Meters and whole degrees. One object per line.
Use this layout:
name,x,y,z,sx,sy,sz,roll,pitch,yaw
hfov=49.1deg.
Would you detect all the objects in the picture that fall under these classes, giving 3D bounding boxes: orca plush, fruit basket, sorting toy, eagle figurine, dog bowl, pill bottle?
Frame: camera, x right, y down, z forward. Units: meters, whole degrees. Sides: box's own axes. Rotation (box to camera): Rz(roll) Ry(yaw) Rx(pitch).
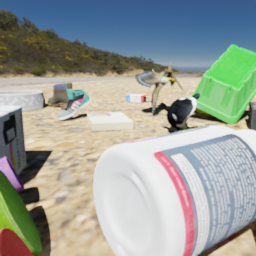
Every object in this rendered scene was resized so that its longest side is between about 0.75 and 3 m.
orca plush,1.403,-0.636,8.175,0.898,1.329,2.526,32,20,7
fruit basket,3.548,-1.312,10.587,2.156,2.989,2.989,31,26,24
sorting toy,-1.429,1.098,2.614,0.986,0.992,2.862,-29,24,-17
eagle figurine,1.155,-1.728,11.308,2.029,1.531,1.540,-40,72,-22
dog bowl,-5.138,-1.297,13.020,2.615,0.767,2.615,-1,13,0
pill bottle,0.801,0.636,3.184,2.108,1.260,1.260,-10,16,-35

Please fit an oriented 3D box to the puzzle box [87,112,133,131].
puzzle box,-0.656,-0.238,9.412,1.297,0.248,1.950,-3,13,-12

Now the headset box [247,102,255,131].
headset box,4.542,-0.327,8.699,1.435,0.724,1.931,4,13,18

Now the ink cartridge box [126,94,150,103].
ink cartridge box,0.548,-1.584,15.109,1.185,0.398,0.688,4,13,19

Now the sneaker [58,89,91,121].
sneaker,-2.071,-0.957,10.154,1.455,0.878,0.608,-41,32,-28

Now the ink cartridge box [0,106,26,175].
ink cartridge box,-2.280,0.334,4.590,0.698,1.228,1.685,-1,13,-3

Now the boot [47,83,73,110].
boot,-3.143,-1.580,13.227,0.929,1.205,2.486,-10,16,-38
